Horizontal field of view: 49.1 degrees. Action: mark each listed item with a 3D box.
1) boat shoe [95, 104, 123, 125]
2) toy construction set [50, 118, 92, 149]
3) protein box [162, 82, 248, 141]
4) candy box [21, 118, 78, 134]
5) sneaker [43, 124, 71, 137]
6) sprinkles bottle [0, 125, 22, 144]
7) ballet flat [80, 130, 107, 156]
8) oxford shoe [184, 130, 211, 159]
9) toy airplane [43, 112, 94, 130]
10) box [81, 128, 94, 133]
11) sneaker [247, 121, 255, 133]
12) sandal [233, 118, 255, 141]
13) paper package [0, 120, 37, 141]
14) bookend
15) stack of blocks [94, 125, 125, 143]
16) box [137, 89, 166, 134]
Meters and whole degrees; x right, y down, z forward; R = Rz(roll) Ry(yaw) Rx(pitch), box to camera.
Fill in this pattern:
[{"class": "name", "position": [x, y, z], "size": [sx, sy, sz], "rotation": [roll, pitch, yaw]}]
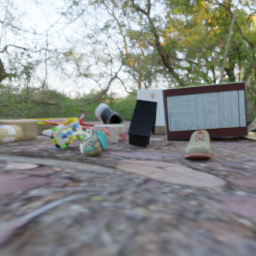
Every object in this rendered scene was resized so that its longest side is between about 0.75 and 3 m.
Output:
[{"class": "boat shoe", "position": [-0.687, -0.190, 12.773], "size": [0.916, 0.932, 2.584], "rotation": [38, -3, 24]}, {"class": "toy construction set", "position": [-1.398, 0.173, 7.108], "size": [0.973, 0.683, 1.483], "rotation": [-29, -15, 9]}, {"class": "protein box", "position": [2.718, -0.614, 10.363], "size": [2.638, 1.780, 2.619], "rotation": [-4, 4, 11]}, {"class": "candy box", "position": [-3.528, -0.084, 12.999], "size": [2.504, 0.331, 1.280], "rotation": [-2, -22, -3]}, {"class": "sneaker", "position": [-2.915, 0.107, 11.730], "size": [1.275, 0.517, 0.479], "rotation": [-2, 5, -11]}, {"class": "sprinkles bottle", "position": [-3.743, 0.213, 8.144], "size": [0.570, 0.570, 1.670], "rotation": [0, 2, 8]}, {"class": "ballet flat", "position": [-0.797, 0.356, 6.287], "size": [0.568, 0.512, 1.509], "rotation": [-18, 4, 0]}, {"class": "oxford shoe", "position": [1.385, 0.315, 5.588], "size": [0.516, 0.548, 1.465], "rotation": [1, 2, 13]}, {"class": "toy airplane", "position": [-2.255, -0.059, 12.015], "size": [2.524, 0.464, 2.524], "rotation": [-1, -18, 0]}, {"class": "box", "position": [-1.950, 0.122, 14.638], "size": [1.306, 0.246, 0.892], "rotation": [-1, 2, -15]}, {"class": "sneaker", "position": [6.387, -0.070, 12.236], "size": [1.064, 0.801, 2.275], "rotation": [-10, 5, -43]}, {"class": "sandal", "position": [4.463, 0.022, 9.875], "size": [0.875, 0.785, 2.387], "rotation": [-1, 2, -11]}, {"class": "paper package", "position": [-4.133, 0.070, 9.898], "size": [1.319, 0.716, 1.384], "rotation": [1, 3, 31]}, {"class": "bookend", "position": [0.396, 0.119, 7.647], "size": [0.584, 1.261, 1.269], "rotation": [9, 48, 9]}, {"class": "stack of blocks", "position": [-0.625, 0.174, 9.615], "size": [1.022, 0.520, 1.775], "rotation": [0, 2, -4]}, {"class": "box", "position": [1.893, -0.756, 13.264], "size": [2.896, 1.801, 1.411], "rotation": [1, -16, 7]}]
